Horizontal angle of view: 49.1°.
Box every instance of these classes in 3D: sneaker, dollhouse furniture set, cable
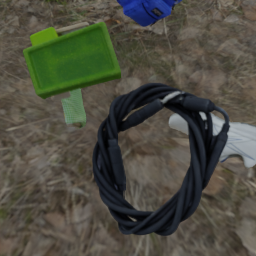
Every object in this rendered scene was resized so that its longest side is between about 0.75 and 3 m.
[{"bbox_3d":[1.518,0.166,5.001,1.749,0.652,0.762,18,85,24],"label":"sneaker"},{"bbox_3d":[-0.811,-0.890,5.009,1.138,2.948,1.474,-17,88,-3],"label":"dollhouse furniture set"},{"bbox_3d":[0.280,0.430,4.098,1.859,0.579,2.278,26,89,21],"label":"cable"}]

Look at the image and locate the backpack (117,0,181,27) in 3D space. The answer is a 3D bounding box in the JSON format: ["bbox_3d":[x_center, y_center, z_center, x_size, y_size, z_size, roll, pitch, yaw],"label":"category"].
[{"bbox_3d":[0.495,-2.540,5.202,1.186,0.964,0.995,-15,77,38],"label":"backpack"}]
